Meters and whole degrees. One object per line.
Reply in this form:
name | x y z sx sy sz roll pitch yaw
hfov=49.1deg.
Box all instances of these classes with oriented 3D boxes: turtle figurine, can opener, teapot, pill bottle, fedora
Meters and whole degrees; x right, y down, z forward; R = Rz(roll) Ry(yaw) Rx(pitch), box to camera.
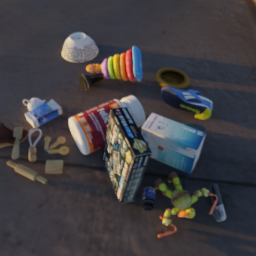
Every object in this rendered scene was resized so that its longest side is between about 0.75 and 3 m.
turtle figurine | 1.604 2.418 9.375 2.327 0.749 1.876 -33 44 -5
can opener | 2.980 2.513 9.546 0.455 0.363 1.362 33 37 -32
teapot | -4.243 -1.090 12.742 0.786 0.574 0.775 -35 57 -26
can opener | 1.907 -0.117 11.670 2.569 0.859 0.685 14 50 12
pill bottle | 0.712 2.430 9.671 0.438 0.438 0.783 5 48 4
pill bottle | -0.809 -0.179 11.195 2.774 1.584 1.584 -25 53 -19
fedora | 2.107 -2.241 13.697 1.704 0.695 1.704 5 47 -6

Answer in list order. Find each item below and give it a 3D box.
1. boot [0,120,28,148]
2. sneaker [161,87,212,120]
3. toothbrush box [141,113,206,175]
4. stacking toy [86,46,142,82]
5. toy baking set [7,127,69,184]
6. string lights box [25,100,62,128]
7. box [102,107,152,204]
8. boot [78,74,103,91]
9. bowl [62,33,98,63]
boot | -4.832 0.167 11.143 1.520 1.264 0.550 -26 53 -21
sneaker | 2.663 -1.252 12.718 2.478 0.916 1.019 27 51 14
toothbrush box | 1.614 0.593 10.552 2.156 1.579 0.920 24 52 19
stacking toy | -0.733 -2.973 13.789 2.777 1.612 1.524 -3 86 8
toy baking set | -3.586 0.984 10.926 2.719 0.316 2.087 20 53 9
string lights box | -3.738 -0.632 12.431 1.417 0.418 0.728 -34 56 -26
box | -0.173 0.953 9.456 0.607 2.637 2.096 -8 47 -22
boot | -1.671 -2.320 13.512 1.243 0.696 1.798 -10 28 -15
bowl | -2.750 -4.673 15.686 2.099 0.985 2.099 0 48 0
